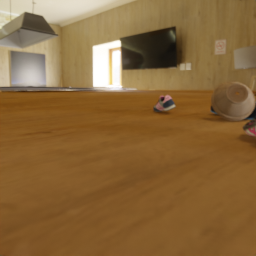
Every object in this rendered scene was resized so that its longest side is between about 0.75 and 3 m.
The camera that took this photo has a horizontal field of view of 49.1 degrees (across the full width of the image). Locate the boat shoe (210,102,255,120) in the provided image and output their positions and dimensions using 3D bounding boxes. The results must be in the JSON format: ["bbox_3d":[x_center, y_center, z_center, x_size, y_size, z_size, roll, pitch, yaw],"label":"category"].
[{"bbox_3d":[4.733,-0.919,12.128,1.073,0.876,2.551,-8,13,-37],"label":"boat shoe"}]

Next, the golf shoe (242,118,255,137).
[{"bbox_3d":[3.653,0.058,7.047,0.787,0.999,2.169,-33,-4,-6],"label":"golf shoe"}]

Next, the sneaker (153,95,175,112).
[{"bbox_3d":[1.683,-1.215,13.663,0.616,0.720,1.756,-28,10,-21],"label":"sneaker"}]

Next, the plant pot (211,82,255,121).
[{"bbox_3d":[4.105,-1.163,10.813,1.658,1.658,0.765,1,-20,7],"label":"plant pot"}]
